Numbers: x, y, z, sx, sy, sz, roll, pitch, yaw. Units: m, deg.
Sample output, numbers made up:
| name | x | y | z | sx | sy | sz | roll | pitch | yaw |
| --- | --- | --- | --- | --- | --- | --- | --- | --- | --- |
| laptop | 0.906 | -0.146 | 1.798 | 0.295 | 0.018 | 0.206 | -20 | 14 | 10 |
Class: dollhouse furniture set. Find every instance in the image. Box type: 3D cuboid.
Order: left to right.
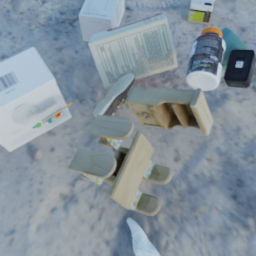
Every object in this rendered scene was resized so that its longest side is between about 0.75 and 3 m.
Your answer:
| name | x | y | z | sx | sy | sz | roll | pitch | yaw |
| --- | --- | --- | --- | --- | --- | --- | --- | --- | --- |
| dollhouse furniture set | 0.579 | 0.529 | 6.720 | 1.920 | 2.533 | 2.890 | 8 | 62 | 35 |

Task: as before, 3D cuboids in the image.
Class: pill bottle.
| name | x | y | z | sx | sy | sz | roll | pitch | yaw |
| --- | --- | --- | --- | --- | --- | --- | --- | --- | --- |
| pill bottle | 2.043 | -1.834 | 7.272 | 0.850 | 0.850 | 1.601 | 14 | 68 | 8 |

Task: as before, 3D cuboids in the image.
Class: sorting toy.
| name | x | y | z | sx | sy | sz | roll | pitch | yaw |
| --- | --- | --- | --- | --- | --- | --- | --- | --- | --- |
| sorting toy | -1.719 | -0.248 | 6.481 | 1.068 | 0.602 | 0.146 | -36 | 96 | -15 |

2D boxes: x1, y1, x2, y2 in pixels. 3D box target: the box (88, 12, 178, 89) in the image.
| name | x | y | z | sx | sy | sz | roll | pitch | yaw |
| --- | --- | --- | --- | --- | --- | --- | --- | --- | --- |
| box | 0.182 | -2.542 | 9.184 | 2.504 | 1.601 | 1.364 | -15 | 29 | 9 |

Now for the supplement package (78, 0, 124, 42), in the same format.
| name | x | y | z | sx | sy | sz | roll | pitch | yaw |
| --- | --- | --- | --- | --- | --- | --- | --- | --- | --- |
| supplement package | -0.975 | -4.643 | 11.248 | 1.298 | 1.250 | 2.283 | 11 | 60 | 7 |

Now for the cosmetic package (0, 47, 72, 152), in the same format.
| name | x | y | z | sx | sy | sz | roll | pitch | yaw |
| --- | --- | --- | --- | --- | --- | --- | --- | --- | --- |
| cosmetic package | -2.753 | -0.640 | 7.177 | 1.977 | 1.983 | 1.219 | -31 | 68 | -12 |

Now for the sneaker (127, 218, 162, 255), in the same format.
| name | x | y | z | sx | sy | sz | roll | pitch | yaw |
| --- | --- | --- | --- | --- | --- | --- | --- | --- | --- |
| sneaker | 0.301 | 2.929 | 7.156 | 0.557 | 0.489 | 1.390 | -37 | 57 | -4 |

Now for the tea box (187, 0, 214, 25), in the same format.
| name | x | y | z | sx | sy | sz | roll | pitch | yaw |
| --- | --- | --- | --- | --- | --- | --- | --- | --- | --- |
| tea box | 2.996 | -4.860 | 11.601 | 0.892 | 0.877 | 0.596 | 12 | 60 | 7 |

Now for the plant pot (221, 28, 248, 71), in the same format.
| name | x | y | z | sx | sy | sz | roll | pitch | yaw |
| --- | --- | --- | --- | --- | --- | --- | --- | --- | --- |
| plant pot | 2.972 | -2.309 | 8.588 | 0.920 | 1.147 | 1.147 | -43 | 63 | 15 |

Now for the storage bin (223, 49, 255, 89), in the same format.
| name | x | y | z | sx | sy | sz | roll | pitch | yaw |
| --- | --- | --- | --- | --- | --- | --- | --- | --- | --- |
| storage bin | 3.072 | -1.621 | 7.685 | 0.641 | 0.445 | 0.948 | 12 | 81 | 33 |

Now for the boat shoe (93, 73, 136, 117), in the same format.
| name | x | y | z | sx | sy | sz | roll | pitch | yaw |
| --- | --- | --- | --- | --- | --- | --- | --- | --- | --- |
| boat shoe | -0.341 | -0.924 | 8.765 | 1.756 | 0.523 | 0.631 | -50 | 35 | -2 |
